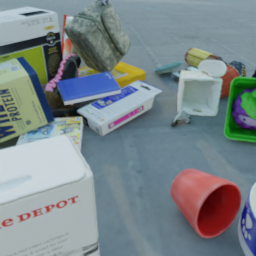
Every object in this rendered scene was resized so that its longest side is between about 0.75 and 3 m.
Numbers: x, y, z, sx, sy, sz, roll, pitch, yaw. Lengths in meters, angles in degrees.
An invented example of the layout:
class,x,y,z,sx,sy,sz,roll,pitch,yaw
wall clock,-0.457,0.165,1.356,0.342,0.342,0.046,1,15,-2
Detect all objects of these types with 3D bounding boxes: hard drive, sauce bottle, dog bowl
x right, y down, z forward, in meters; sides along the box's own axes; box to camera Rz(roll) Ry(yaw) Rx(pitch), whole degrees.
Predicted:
class,x,y,z,sx,sy,sz,roll,pitch,yaw
hard drive,-1.378,-1.401,9.680,1.930,0.245,1.273,-14,42,-16
sauce bottle,3.790,-3.054,13.136,0.853,0.853,2.585,-19,38,-28
dog bowl,3.240,1.856,4.974,2.293,0.903,2.293,0,32,0

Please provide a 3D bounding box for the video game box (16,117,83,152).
class,x,y,z,sx,sy,sz,roll,pitch,yaw
video game box,-2.215,0.238,8.118,1.719,0.402,1.566,-4,34,-4

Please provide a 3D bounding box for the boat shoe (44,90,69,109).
class,x,y,z,sx,sy,sz,roll,pitch,yaw
boat shoe,-2.507,-0.899,9.411,0.414,1.224,0.441,23,81,31

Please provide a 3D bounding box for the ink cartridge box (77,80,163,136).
class,x,y,z,sx,sy,sz,roll,pitch,yaw
ink cartridge box,-0.211,-0.757,9.370,2.738,0.508,1.296,-32,43,-28

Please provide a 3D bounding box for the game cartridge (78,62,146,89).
class,x,y,z,sx,sy,sz,roll,pitch,yaw
game cartridge,-0.989,-2.239,12.063,2.828,0.459,2.493,-27,40,-32

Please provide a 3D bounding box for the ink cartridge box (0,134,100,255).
class,x,y,z,sx,sy,sz,roll,pitch,yaw
ink cartridge box,-1.427,1.554,3.898,1.847,2.523,1.083,-14,34,-22

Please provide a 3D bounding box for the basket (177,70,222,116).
class,x,y,z,sx,sy,sz,roll,pitch,yaw
basket,2.395,-1.215,9.663,1.333,1.345,1.082,4,26,5

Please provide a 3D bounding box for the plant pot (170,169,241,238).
class,x,y,z,sx,sy,sz,roll,pitch,yaw
plant pot,1.474,1.398,5.623,1.165,1.165,1.030,-15,23,-22

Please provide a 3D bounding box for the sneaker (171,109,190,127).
class,x,y,z,sx,sy,sz,roll,pitch,yaw
sneaker,1.750,-0.243,9.015,0.481,0.312,0.832,34,56,12

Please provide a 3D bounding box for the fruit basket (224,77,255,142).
class,x,y,z,sx,sy,sz,roll,pitch,yaw
fruit basket,4.083,-0.509,7.502,2.871,2.071,2.871,4,11,-1

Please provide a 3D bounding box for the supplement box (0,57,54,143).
class,x,y,z,sx,sy,sz,roll,pitch,yaw
supplement box,-3.771,-0.820,8.244,2.309,1.552,2.312,-24,33,-18

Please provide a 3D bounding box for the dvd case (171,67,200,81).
class,x,y,z,sx,sy,sz,roll,pitch,yaw
dvd case,3.022,-2.067,11.961,1.407,0.212,1.928,-23,44,-33

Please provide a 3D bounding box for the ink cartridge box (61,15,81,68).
class,x,y,z,sx,sy,sz,roll,pitch,yaw
ink cartridge box,-3.067,-4.442,14.027,0.676,2.185,2.695,-8,31,-35

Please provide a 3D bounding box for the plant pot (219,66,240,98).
class,x,y,z,sx,sy,sz,roll,pitch,yaw
plant pot,3.429,-1.607,10.571,1.117,1.149,1.149,-21,36,-16

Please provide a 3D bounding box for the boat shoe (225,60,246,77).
class,x,y,z,sx,sy,sz,roll,pitch,yaw
boat shoe,4.458,-2.072,11.176,0.899,0.700,1.979,-31,45,1

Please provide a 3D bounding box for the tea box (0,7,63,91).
class,x,y,z,sx,sy,sz,roll,pitch,yaw
tea box,-4.225,-2.733,10.543,1.987,2.925,2.974,24,39,34

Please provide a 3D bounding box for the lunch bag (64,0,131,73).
class,x,y,z,sx,sy,sz,roll,pitch,yaw
lunch bag,-1.076,-3.723,11.282,1.683,2.415,2.025,24,69,43

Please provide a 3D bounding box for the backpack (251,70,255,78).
class,x,y,z,sx,sy,sz,roll,pitch,yaw
backpack,5.935,-1.886,10.640,1.459,1.548,1.897,-8,36,-39

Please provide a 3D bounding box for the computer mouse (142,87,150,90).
class,x,y,z,sx,sy,sz,roll,pitch,yaw
computer mouse,0.477,-1.203,10.465,1.078,0.411,1.557,12,33,20

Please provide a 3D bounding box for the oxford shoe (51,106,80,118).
class,x,y,z,sx,sy,sz,roll,pitch,yaw
oxford shoe,-2.222,-0.438,9.218,0.540,0.465,1.280,23,26,38

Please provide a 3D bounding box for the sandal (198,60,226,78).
class,x,y,z,sx,sy,sz,roll,pitch,yaw
sandal,2.854,-1.956,9.308,0.347,0.575,1.414,36,11,-28

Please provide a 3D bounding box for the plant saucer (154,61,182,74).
class,x,y,z,sx,sy,sz,roll,pitch,yaw
plant saucer,1.846,-2.720,12.768,1.343,0.241,1.343,-17,14,4

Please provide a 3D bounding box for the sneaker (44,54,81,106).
class,x,y,z,sx,sy,sz,roll,pitch,yaw
sneaker,-2.152,-1.781,10.674,1.229,1.018,2.577,13,55,7
